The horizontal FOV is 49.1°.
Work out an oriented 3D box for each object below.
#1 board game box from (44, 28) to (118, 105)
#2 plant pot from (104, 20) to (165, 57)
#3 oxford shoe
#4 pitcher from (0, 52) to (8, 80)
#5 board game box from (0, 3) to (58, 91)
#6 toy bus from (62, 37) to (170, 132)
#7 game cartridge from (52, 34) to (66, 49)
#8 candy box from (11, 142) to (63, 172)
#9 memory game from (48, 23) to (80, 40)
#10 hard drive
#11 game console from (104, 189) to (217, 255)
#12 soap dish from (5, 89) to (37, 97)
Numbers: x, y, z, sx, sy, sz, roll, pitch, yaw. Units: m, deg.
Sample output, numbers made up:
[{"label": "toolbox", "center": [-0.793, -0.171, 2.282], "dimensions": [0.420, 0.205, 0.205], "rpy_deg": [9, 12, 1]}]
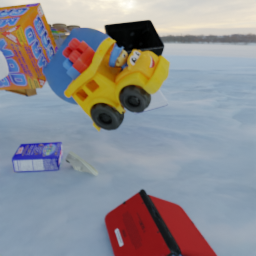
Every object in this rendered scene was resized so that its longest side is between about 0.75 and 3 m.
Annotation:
[{"label": "board game box", "center": [-1.435, -1.950, 8.872], "dimensions": [1.934, 2.448, 0.477], "rpy_deg": [32, 11, -32]}, {"label": "plant pot", "center": [0.208, -3.273, 12.393], "dimensions": [2.151, 1.908, 2.146], "rpy_deg": [-11, 52, -8]}, {"label": "oxford shoe", "center": [-1.424, 1.150, 8.479], "dimensions": [1.358, 0.510, 0.392], "rpy_deg": [26, 72, 36]}, {"label": "pitcher", "center": [-3.936, -1.733, 6.781], "dimensions": [1.486, 1.732, 1.050], "rpy_deg": [-29, 25, 9]}, {"label": "board game box", "center": [-3.471, -2.437, 8.517], "dimensions": [1.843, 1.841, 1.841], "rpy_deg": [-1, 46, 13]}, {"label": "toy bus", "center": [-0.552, -1.500, 7.600], "dimensions": [2.603, 2.499, 1.766], "rpy_deg": [-30, 23, 41]}, {"label": "game cartridge", "center": [-3.046, -3.185, 12.437], "dimensions": [1.451, 2.239, 0.430], "rpy_deg": [-30, 13, -3]}, {"label": "candy box", "center": [-2.831, 0.908, 8.887], "dimensions": [1.360, 0.524, 1.150], "rpy_deg": [-1, 21, -6]}, {"label": "memory game", "center": [-2.573, -3.428, 10.075], "dimensions": [2.407, 0.153, 2.407], "rpy_deg": [-1, 7, 0]}, {"label": "hard drive", "center": [0.679, -1.158, 10.826], "dimensions": [1.262, 0.243, 1.913], "rpy_deg": [-15, 28, -1]}, {"label": "game console", "center": [0.572, 2.227, 5.691], "dimensions": [1.615, 1.112, 1.874], "rpy_deg": [-34, 24, -2]}, {"label": "soap dish", "center": [-4.077, -1.711, 10.316], "dimensions": [1.305, 1.027, 0.530], "rpy_deg": [14, 45, 16]}]
